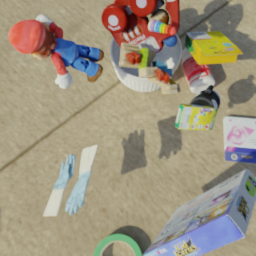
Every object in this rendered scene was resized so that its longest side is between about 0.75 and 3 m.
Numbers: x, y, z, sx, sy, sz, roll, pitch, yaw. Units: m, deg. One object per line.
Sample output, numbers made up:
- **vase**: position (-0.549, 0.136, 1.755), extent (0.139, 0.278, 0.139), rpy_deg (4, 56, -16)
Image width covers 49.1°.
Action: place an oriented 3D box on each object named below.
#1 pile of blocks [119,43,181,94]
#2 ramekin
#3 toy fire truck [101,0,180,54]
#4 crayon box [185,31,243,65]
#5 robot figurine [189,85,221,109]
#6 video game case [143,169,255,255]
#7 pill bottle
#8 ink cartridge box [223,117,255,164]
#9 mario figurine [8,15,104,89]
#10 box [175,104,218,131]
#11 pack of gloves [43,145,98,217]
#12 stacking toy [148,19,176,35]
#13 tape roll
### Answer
- **pile of blocks**: position (0.912, -2.019, 9.410), extent (2.637, 0.819, 1.082), rpy_deg (29, 86, -22)
- **ramekin**: position (0.703, -2.879, 11.770), extent (2.898, 1.521, 2.898), rpy_deg (0, 68, 0)
- **toy fire truck**: position (0.583, -3.646, 9.737), extent (2.751, 2.310, 1.543), rpy_deg (-18, 30, 32)
- **crayon box**: position (3.143, -2.988, 10.579), extent (1.434, 0.574, 2.259), rpy_deg (-4, 37, -4)
- **robot figurine**: position (2.538, -0.764, 9.317), extent (0.887, 1.069, 1.422), rpy_deg (53, 41, -5)
- **video game case**: position (1.991, 2.431, 7.421), extent (0.630, 2.773, 2.513), rpy_deg (53, 35, 8)
- **pill bottle**: position (2.881, -2.490, 11.874), extent (1.041, 1.041, 1.854), rpy_deg (-13, 70, -5)
- **ink cartridge box**: position (4.720, 0.476, 11.078), extent (1.771, 0.391, 1.804), rpy_deg (5, 67, 1)
- **mario figurine**: position (-2.360, -2.463, 9.134), extent (2.982, 1.580, 1.840), rpy_deg (16, 33, -34)
- **box**: position (1.756, -0.262, 7.139), extent (1.060, 0.256, 0.622), rpy_deg (4, 109, -20)
- **pack of gloves**: position (-1.563, 1.620, 8.206), extent (0.403, 1.715, 2.041), rpy_deg (36, 52, -33)
- **stacking toy**: position (1.025, -2.923, 8.245), extent (0.859, 0.367, 0.367), rpy_deg (29, 71, 26)
- **tape roll**: position (-0.352, 4.485, 9.496), extent (1.668, 0.401, 1.668), rpy_deg (0, 68, 1)
